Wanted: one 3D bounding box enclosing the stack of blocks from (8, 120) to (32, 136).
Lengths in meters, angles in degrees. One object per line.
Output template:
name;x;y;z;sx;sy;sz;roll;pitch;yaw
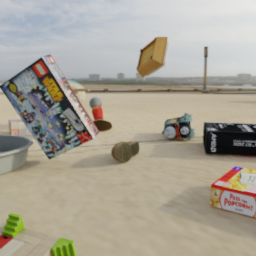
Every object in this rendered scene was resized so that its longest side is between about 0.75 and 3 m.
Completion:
stack of blocks;-3.460;-0.048;10.236;1.611;0.472;0.928;-4;10;-28

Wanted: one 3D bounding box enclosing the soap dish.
soap dish;0.711;-2.123;8.374;0.471;0.913;1.160;18;-17;-23

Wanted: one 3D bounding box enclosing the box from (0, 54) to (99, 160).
box;-1.685;-0.385;6.019;1.331;1.943;0.388;-25;14;24

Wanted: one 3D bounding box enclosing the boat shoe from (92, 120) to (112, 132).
boat shoe;-1.197;-0.114;10.740;1.280;0.456;0.413;1;9;12

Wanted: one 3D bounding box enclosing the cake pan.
cake pan;-3.446;0.603;6.140;2.614;0.479;2.614;0;9;0

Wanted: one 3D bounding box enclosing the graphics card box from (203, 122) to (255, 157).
graphics card box;3.380;0.289;7.506;2.646;0.673;1.660;3;10;11

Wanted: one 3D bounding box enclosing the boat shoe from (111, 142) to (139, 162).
boat shoe;-0.148;0.568;6.707;0.431;0.456;1.268;-1;-1;23

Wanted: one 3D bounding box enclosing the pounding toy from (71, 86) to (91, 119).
pounding toy;-2.107;-0.882;9.997;1.281;1.285;2.240;5;39;-34

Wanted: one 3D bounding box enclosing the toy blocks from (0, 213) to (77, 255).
toy blocks;-1.140;1.227;2.399;1.165;0.582;0.796;3;21;25

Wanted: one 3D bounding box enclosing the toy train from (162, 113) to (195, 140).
toy train;1.700;-0.005;9.446;1.021;0.763;1.792;-11;8;15

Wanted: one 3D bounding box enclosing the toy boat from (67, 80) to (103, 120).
toy boat;-2.398;-1.070;12.332;2.925;1.359;2.459;14;-44;-34

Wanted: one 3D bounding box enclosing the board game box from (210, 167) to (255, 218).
board game box;2.161;0.989;4.094;1.546;0.358;1.171;7;11;36
